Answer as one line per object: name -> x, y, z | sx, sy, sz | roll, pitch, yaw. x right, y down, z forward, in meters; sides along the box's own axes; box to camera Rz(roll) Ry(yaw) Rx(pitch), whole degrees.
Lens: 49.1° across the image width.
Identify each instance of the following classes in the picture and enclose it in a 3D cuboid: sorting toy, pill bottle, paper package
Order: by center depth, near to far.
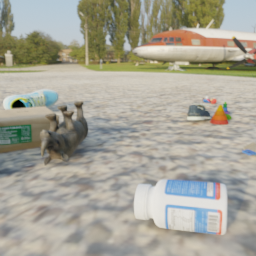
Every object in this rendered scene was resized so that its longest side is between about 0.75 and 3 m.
pill bottle -> 0.755, 1.114, 4.065 | 1.258, 0.706, 0.706 | 2, 14, 16
sorting toy -> 3.443, 0.610, 7.189 | 1.357, 0.185, 0.764 | -14, 24, -43
paper package -> -3.045, -0.024, 8.176 | 1.766, 0.913, 1.683 | -7, 16, -29
sorting toy -> 3.749, -0.672, 11.163 | 0.719, 0.715, 2.075 | 6, 16, 25

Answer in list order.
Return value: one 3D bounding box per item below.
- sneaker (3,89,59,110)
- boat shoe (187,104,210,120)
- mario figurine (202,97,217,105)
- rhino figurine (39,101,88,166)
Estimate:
sneaker -> -4.108, -1.087, 12.353 | 2.461, 0.979, 1.607 | -18, 19, -26
boat shoe -> 2.763, -0.649, 10.980 | 0.763, 0.630, 2.037 | 4, 7, 32
mario figurine -> 4.410, -1.494, 15.032 | 0.476, 0.409, 0.771 | -13, 17, -41
rhino figurine -> -1.575, 0.165, 6.924 | 0.784, 1.146, 2.621 | -6, 17, 7
